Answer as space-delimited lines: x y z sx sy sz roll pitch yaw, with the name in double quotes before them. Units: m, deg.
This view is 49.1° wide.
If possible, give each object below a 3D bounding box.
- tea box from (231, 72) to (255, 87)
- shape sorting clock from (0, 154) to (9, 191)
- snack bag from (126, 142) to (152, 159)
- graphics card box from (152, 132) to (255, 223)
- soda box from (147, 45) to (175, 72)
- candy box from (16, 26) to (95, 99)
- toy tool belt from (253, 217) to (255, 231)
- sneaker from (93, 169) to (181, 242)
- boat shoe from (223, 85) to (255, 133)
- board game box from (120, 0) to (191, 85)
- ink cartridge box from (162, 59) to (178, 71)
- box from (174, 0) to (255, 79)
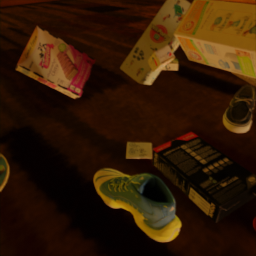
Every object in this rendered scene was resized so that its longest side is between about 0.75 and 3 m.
"tea box" 6.444 -2.315 12.031 2.529 1.717 2.570 11 26 -32
"shape sorting clock" -4.951 1.532 8.180 2.775 0.544 2.775 0 34 0
"snack bag" 0.393 0.779 9.683 0.907 0.097 0.855 0 35 2
"graphics card box" 2.219 1.299 8.370 1.758 0.713 2.802 -20 38 -28
"soda box" 0.696 -1.489 6.093 0.335 0.314 0.985 -29 4 -3
"candy box" -2.490 -2.225 9.821 2.291 1.563 0.699 25 -14 -23
"toy tool belt" 3.774 2.711 6.181 1.158 1.177 1.885 13 25 -37
"sneaker" 0.180 1.539 7.281 2.931 1.540 1.110 28 43 34
"boat shoe" 4.507 -0.894 11.280 1.064 1.047 2.951 13 36 18
"board game box" 1.134 -3.001 10.042 0.944 2.938 2.168 38 14 6
"ink cartridge box" 2.273 -3.576 15.757 1.023 0.431 0.747 3 34 5
"box" 2.527 -2.268 7.070 2.286 1.286 1.158 29 85 37
